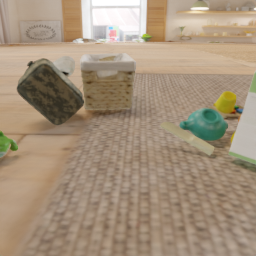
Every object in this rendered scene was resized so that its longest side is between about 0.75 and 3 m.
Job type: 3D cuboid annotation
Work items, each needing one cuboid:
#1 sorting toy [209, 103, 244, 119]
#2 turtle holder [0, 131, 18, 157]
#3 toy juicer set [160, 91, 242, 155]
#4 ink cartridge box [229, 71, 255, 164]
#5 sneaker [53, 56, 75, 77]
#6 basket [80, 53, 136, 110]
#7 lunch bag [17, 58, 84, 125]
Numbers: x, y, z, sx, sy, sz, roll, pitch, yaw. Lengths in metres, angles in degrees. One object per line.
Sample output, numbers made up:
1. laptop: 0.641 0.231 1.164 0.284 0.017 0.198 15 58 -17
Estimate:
1. sorting toy: 3.481 -0.687 9.811 1.202 0.216 1.614 -5 21 -12
2. turtle holder: -2.956 0.402 6.359 0.554 0.518 0.730 34 36 21
3. toy juicer set: 2.215 0.078 7.217 2.464 0.671 1.568 -26 58 -23
4. ink cartridge box: 3.057 -0.112 5.796 1.392 1.913 0.459 21 7 43
5. sneaker: -3.041 -1.859 10.778 2.281 0.858 1.009 -29 47 19
6. basket: -0.807 -1.852 10.726 1.903 1.732 2.808 -2 21 -6
7. lunch bag: -2.361 -1.200 8.680 1.307 1.875 1.573 -41 30 8
